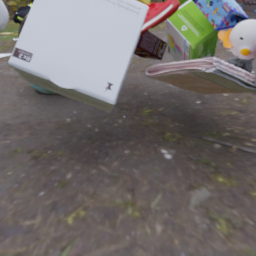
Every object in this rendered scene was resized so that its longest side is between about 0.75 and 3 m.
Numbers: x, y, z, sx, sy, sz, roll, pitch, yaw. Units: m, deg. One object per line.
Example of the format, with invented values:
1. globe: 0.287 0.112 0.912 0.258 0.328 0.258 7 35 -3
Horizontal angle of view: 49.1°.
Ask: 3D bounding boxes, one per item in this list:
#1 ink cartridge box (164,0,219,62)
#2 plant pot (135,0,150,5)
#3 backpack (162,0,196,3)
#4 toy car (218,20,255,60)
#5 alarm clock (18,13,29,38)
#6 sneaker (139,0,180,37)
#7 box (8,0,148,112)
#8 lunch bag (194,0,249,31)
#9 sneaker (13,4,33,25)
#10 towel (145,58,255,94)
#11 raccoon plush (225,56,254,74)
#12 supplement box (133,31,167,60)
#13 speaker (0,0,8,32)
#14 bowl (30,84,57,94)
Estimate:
1. ink cartridge box: 1.694 -3.397 9.530 1.056 2.060 2.787 -37 71 -1
2. plant pot: 0.021 -4.853 10.990 1.467 1.468 1.294 26 32 -31
3. backpack: 2.118 -5.085 10.669 1.286 1.475 1.678 -20 25 -36
4. toy car: 3.163 -1.996 6.812 1.997 1.841 1.766 13 56 21
5. alarm clock: -2.472 -3.158 9.004 1.814 2.690 0.895 19 19 -20
6. sneaker: 0.389 -3.466 8.157 2.139 1.236 0.838 -20 13 40
7. box: -1.164 -2.070 7.164 2.567 2.581 1.687 20 -6 -6
8. lunch bag: 2.757 -3.359 7.800 1.459 0.686 1.099 -17 68 -37
9. sneaker: -3.618 -3.774 10.099 0.954 0.826 2.305 -11 42 -11
10. towel: 2.134 -1.300 7.651 2.511 0.405 2.398 10 0 -35
11. raccoon plush: 3.212 -2.117 8.539 1.043 1.557 0.753 12 12 -17
12. supplement box: 0.144 -3.336 10.429 2.461 0.749 1.340 14 7 -42
13. speaker: -3.655 -3.000 6.884 1.091 1.091 2.686 -7 13 -14
14. bowl: -3.397 -2.552 12.813 2.990 1.564 2.990 1 26 0
